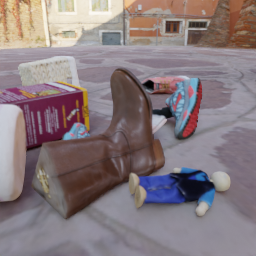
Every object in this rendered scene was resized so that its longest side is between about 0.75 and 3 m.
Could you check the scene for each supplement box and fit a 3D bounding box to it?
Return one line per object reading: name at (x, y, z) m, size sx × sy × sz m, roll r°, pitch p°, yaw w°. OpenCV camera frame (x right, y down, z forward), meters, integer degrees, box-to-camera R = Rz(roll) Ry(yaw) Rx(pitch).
supplement box at (-2.688, -0.338, 7.392) m, size 2.929 × 1.254 × 1.616 m, roll -18°, pitch 26°, yaw -38°

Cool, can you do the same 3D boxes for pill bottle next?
pill bottle at (-3.301, 0.404, 4.514) m, size 2.978 × 1.672 × 1.672 m, roll 1°, pitch 19°, yaw -14°

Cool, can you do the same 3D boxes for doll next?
doll at (0.977, 1.048, 4.892) m, size 1.803 × 0.437 × 1.230 m, roll -3°, pitch 27°, yaw -17°

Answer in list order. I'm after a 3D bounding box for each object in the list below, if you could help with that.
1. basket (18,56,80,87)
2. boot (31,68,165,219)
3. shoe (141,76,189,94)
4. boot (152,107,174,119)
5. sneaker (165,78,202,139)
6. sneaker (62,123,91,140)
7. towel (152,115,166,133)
basket at (-2.655, -1.432, 9.618) m, size 1.494 × 1.841 × 1.857 m, roll -19°, pitch 21°, yaw -30°
boot at (-0.638, 0.083, 5.161) m, size 2.588 × 2.412 × 0.831 m, roll -16°, pitch -10°, yaw -38°
shoe at (1.669, -1.866, 12.573) m, size 1.060 × 0.832 × 2.330 m, roll -19°, pitch 22°, yaw -40°
boot at (1.097, -0.402, 8.578) m, size 1.003 × 0.453 × 1.224 m, roll -11°, pitch 13°, yaw 18°
sneaker at (1.528, -0.540, 8.048) m, size 0.952 × 0.790 × 1.993 m, roll 3°, pitch 56°, yaw 29°
sneaker at (-1.164, 0.341, 6.841) m, size 0.683 × 0.567 × 1.430 m, roll 19°, pitch 20°, yaw 0°
towel at (0.382, 0.022, 7.178) m, size 1.011 × 0.171 × 1.058 m, roll -41°, pitch 18°, yaw -11°
